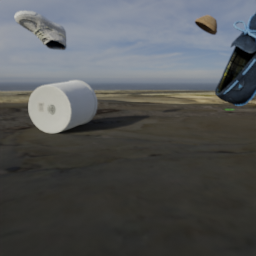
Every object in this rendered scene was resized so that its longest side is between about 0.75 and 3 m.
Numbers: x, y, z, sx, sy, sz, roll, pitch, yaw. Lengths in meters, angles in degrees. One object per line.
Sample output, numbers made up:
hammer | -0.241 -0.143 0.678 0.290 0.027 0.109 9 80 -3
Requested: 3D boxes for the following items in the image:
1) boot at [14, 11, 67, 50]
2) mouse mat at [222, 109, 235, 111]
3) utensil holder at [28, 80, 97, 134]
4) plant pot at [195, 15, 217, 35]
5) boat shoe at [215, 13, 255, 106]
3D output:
boot | -3.082 -3.463 10.146 1.952 0.933 0.718 7 -31 -41
mouse mat | 6.146 -1.098 16.890 0.799 0.030 0.643 -5 11 -23
utensil holder | -2.306 -0.798 10.209 1.767 1.767 2.080 3 12 15
plant pot | 3.109 -4.064 10.885 0.960 0.443 0.960 30 12 -7
boat shoe | 2.934 -1.837 6.590 0.949 2.764 1.163 9 17 -20
